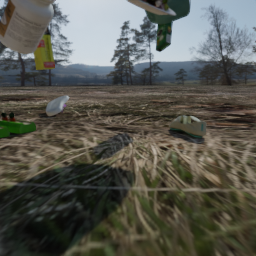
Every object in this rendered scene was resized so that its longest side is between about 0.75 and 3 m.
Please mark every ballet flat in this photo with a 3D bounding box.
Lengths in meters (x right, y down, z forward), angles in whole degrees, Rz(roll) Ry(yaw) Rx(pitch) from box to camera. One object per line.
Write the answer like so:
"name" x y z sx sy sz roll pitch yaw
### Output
"ballet flat" 1.464 -0.096 6.938 0.467 0.467 1.344 -4 11 -23

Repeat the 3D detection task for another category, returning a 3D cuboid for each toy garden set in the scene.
"toy garden set" -4.085 -0.096 6.584 2.325 0.557 2.789 6 12 31

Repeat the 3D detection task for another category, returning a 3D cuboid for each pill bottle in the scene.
"pill bottle" -1.898 -2.201 5.373 0.800 0.800 1.400 -13 -28 -51

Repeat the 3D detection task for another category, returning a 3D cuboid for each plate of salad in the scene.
"plate of salad" 0.156 -2.066 4.217 1.330 0.319 1.330 20 29 -12

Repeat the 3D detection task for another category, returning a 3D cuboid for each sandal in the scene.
"sandal" -2.705 -0.765 10.712 0.780 0.471 1.918 -14 22 7

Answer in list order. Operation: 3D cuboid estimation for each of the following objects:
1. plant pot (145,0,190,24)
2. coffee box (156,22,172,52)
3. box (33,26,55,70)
"plant pot" 1.118 -3.901 8.770 1.080 1.346 1.346 -30 14 -5
"coffee box" 1.310 -3.419 10.176 0.246 1.119 0.688 11 -15 -25
"box" -2.810 -2.663 9.163 0.369 1.474 0.555 1 11 31
